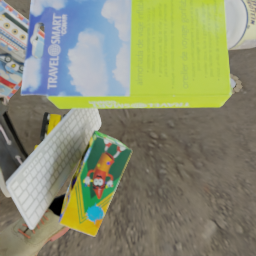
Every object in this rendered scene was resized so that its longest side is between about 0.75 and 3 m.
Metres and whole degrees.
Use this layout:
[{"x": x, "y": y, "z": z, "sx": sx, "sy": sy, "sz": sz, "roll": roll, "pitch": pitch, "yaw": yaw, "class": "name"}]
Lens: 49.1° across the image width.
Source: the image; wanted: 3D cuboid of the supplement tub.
[{"x": 2.228, "y": -2.103, "z": 5.617, "sx": 1.412, "sy": 1.024, "sz": 1.024, "roll": -15, "pitch": 57, "yaw": -33, "class": "supplement tub"}]

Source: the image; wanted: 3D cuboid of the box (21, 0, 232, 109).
[{"x": -0.017, "y": -1.094, "z": 3.925, "sx": 2.656, "sy": 0.633, "sz": 1.620, "roll": 0, "pitch": 76, "yaw": 3, "class": "box"}]

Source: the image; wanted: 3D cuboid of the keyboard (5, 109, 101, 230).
[{"x": -1.002, "y": 0.299, "z": 4.594, "sx": 0.148, "sy": 0.779, "sz": 2.768, "roll": -9, "pitch": 28, "yaw": 22, "class": "keyboard"}]

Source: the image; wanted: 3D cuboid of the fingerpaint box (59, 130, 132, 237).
[{"x": -0.530, "y": 0.722, "z": 4.315, "sx": 0.547, "sy": 1.491, "sz": 1.244, "roll": 24, "pitch": 90, "yaw": -9, "class": "fingerpaint box"}]

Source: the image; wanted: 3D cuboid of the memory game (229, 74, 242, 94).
[{"x": 3.217, "y": -1.434, "z": 9.040, "sx": 0.872, "sy": 0.056, "sz": 0.872, "roll": 0, "pitch": 58, "yaw": 1, "class": "memory game"}]

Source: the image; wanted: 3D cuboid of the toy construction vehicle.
[{"x": -2.758, "y": 0.869, "z": 7.247, "sx": 2.299, "sy": 0.930, "sz": 2.641, "roll": 4, "pitch": 60, "yaw": -11, "class": "toy construction vehicle"}]

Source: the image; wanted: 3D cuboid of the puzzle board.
[{"x": -3.316, "y": -1.807, "z": 5.951, "sx": 2.232, "sy": 2.962, "sz": 0.258, "roll": -43, "pitch": 51, "yaw": 11, "class": "puzzle board"}]

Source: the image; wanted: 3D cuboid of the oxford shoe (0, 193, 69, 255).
[{"x": -1.569, "y": 1.598, "z": 4.433, "sx": 0.722, "sy": 0.767, "sz": 2.050, "roll": 30, "pitch": 23, "yaw": 13, "class": "oxford shoe"}]

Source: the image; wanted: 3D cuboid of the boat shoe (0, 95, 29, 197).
[{"x": -2.417, "y": 0.035, "z": 5.520, "sx": 0.772, "sy": 0.906, "sz": 2.709, "roll": -17, "pitch": 104, "yaw": -11, "class": "boat shoe"}]
